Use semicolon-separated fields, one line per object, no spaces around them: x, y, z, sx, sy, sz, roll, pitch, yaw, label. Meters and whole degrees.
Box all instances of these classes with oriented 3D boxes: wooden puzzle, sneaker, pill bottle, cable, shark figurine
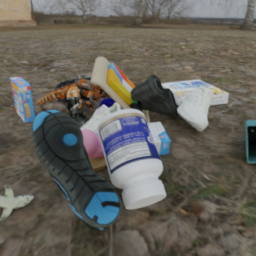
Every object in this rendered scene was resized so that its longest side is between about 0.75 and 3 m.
-0.194;-1.593;11.493;2.881;0.536;2.665;39;25;-23;wooden puzzle
-1.154;-0.158;9.882;2.339;1.165;0.876;-29;38;-33;sneaker
-1.267;0.925;6.011;1.054;1.180;2.880;-22;68;-28;sneaker
0.104;0.773;6.893;1.313;1.313;2.193;-9;63;-18;pill bottle
1.082;-1.081;11.100;1.270;2.798;1.062;-22;56;25;sneaker
-2.416;-1.650;12.441;1.614;0.410;1.316;-11;52;-3;cable
2.724;-0.935;10.935;1.124;1.434;2.886;39;21;-15;sneaker
-3.136;1.632;6.727;0.601;1.440;0.860;-29;26;56;shark figurine

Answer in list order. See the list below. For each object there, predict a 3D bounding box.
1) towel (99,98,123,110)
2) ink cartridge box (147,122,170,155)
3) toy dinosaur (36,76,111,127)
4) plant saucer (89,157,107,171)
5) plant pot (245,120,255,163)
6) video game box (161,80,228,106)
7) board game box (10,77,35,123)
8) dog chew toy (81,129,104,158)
-0.327;-1.091;12.871;1.711;0.424;1.264;17;31;32;towel
0.516;0.404;9.212;1.441;0.610;1.041;-7;39;-13;ink cartridge box
-2.033;-1.094;10.970;2.774;1.883;1.417;0;19;3;toy dinosaur
-1.134;0.962;8.632;1.419;0.251;1.419;-1;25;0;plant saucer
4.331;0.295;8.944;1.172;1.173;1.660;-3;12;17;plant pot
3.225;-1.756;14.116;2.400;0.617;2.634;-11;27;-16;video game box
-4.454;-1.213;11.799;0.441;1.545;1.578;-15;28;-30;board game box
-1.091;0.550;8.463;0.835;0.835;1.341;21;-5;37;dog chew toy
